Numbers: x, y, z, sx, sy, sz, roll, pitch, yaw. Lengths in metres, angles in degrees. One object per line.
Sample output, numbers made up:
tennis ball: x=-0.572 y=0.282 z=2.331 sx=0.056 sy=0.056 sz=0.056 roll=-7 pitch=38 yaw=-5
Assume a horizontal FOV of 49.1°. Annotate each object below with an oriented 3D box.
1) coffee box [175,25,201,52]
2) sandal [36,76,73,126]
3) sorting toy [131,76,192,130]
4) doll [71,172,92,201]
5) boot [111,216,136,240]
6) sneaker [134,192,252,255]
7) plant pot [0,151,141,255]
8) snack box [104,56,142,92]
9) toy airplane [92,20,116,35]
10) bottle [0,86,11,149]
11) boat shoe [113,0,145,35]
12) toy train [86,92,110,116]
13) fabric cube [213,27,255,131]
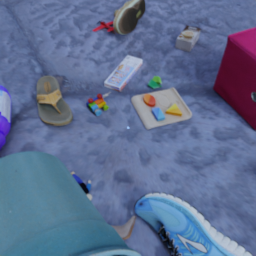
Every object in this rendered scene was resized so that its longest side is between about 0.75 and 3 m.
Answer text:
coffee box: x=2.431 y=-3.633 z=11.356 sx=0.651 sy=0.454 sz=1.139 roll=21 pitch=53 yaw=17
sandal: x=-2.485 y=-0.989 z=8.973 sx=0.989 sy=0.665 sz=2.463 roll=-16 pitch=52 yaw=-13
sorting toy: x=0.930 y=-0.941 z=9.166 sx=1.562 sy=0.311 sz=2.113 roll=-16 pitch=52 yaw=-13
doll: x=-1.223 y=1.506 z=7.146 sx=0.624 sy=0.222 sz=0.915 roll=-25 pitch=54 yaw=-35
boot: x=-0.318 y=2.356 z=6.355 sx=0.743 sy=0.357 sz=1.016 roll=16 pitch=51 yaw=16
sneaker: x=1.194 y=2.462 z=5.790 sx=2.850 sy=1.117 sz=1.282 roll=33 pitch=60 yaw=25
plant pot: x=-1.656 y=2.078 z=5.178 sx=2.859 sy=2.859 sz=2.800 roll=-25 pitch=47 yaw=-20
snack box: x=-0.145 y=-2.001 z=10.127 sx=0.641 sy=0.217 sz=1.782 roll=22 pitch=53 yaw=17
toy airplane: x=-0.923 y=-4.395 z=12.155 sx=1.233 sy=0.227 sz=1.233 roll=-1 pitch=51 yaw=1
bottle: x=-4.002 y=-0.137 z=8.129 sx=1.071 sy=0.837 sz=2.565 roll=-13 pitch=51 yaw=-5
boat shoe: x=-0.147 y=-4.828 z=12.161 sx=1.062 sy=0.999 sz=2.789 roll=9 pitch=41 yaw=21
toy train: x=-0.805 y=-0.795 z=9.020 sx=0.972 sy=0.411 sz=0.562 roll=-31 pitch=67 yaw=-24
fabric cube: x=4.291 y=-1.632 z=8.557 sx=2.184 sy=2.142 sz=2.177 roll=-21 pitch=53 yaw=-16
